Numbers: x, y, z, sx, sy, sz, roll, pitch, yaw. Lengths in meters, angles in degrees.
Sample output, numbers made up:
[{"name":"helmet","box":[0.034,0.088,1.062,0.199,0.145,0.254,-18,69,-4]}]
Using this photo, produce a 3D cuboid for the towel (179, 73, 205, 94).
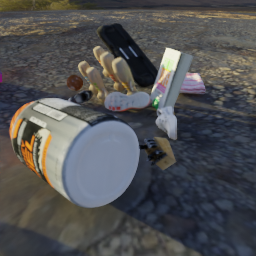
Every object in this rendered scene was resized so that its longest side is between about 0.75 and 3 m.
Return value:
[{"name":"towel","box":[2.011,-1.749,10.362,1.501,0.307,2.051,4,27,6]}]

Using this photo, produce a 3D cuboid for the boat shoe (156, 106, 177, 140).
[{"name":"boat shoe","box":[0.973,-0.121,7.237,0.502,0.512,1.447,-2,25,1]}]

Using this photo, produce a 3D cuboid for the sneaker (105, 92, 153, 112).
[{"name":"sneaker","box":[0.025,-0.717,8.509,1.574,0.606,0.644,4,-11,30]}]

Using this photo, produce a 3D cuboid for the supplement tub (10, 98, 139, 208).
[{"name":"supplement tub","box":[-1.126,0.291,5.153,1.519,1.519,2.479,-22,27,-36]}]

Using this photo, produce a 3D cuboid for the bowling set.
[{"name":"bowling set","box":[-1.004,-1.538,9.415,1.877,1.448,2.697,-31,33,-5]}]

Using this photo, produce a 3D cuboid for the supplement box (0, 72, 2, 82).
[{"name":"supplement box","box":[-5.743,-1.869,9.656,1.403,1.374,2.715,2,27,4]}]

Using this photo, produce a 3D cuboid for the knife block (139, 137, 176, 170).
[{"name":"knife block","box":[0.497,0.349,5.318,0.314,0.861,0.981,-37,28,17]}]

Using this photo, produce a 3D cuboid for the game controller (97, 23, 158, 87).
[{"name":"game controller","box":[0.030,-2.742,10.476,1.479,0.597,2.836,-33,83,-43]}]

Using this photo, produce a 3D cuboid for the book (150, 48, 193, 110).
[{"name":"book","box":[1.170,-1.386,8.209,0.418,1.740,1.163,10,19,-21]}]

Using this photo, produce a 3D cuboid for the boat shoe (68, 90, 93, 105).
[{"name":"boat shoe","box":[-1.383,-0.947,8.585,0.305,0.374,1.012,-14,11,39]}]
